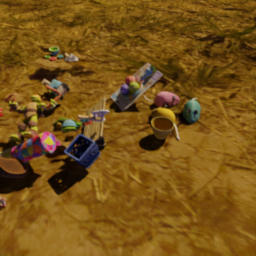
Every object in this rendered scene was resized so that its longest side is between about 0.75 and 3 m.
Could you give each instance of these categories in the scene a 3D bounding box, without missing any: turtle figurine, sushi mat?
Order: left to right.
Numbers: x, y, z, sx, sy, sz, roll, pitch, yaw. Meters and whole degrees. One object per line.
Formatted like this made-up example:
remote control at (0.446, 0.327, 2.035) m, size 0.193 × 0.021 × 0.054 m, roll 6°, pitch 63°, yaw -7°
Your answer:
turtle figurine at (-3.501, -0.443, 9.833) m, size 2.402 × 0.774 × 1.937 m, roll -2°, pitch 60°, yaw 16°
sushi mat at (-1.269, -0.156, 10.350) m, size 1.101 × 0.139 × 2.300 m, roll -34°, pitch 34°, yaw 26°

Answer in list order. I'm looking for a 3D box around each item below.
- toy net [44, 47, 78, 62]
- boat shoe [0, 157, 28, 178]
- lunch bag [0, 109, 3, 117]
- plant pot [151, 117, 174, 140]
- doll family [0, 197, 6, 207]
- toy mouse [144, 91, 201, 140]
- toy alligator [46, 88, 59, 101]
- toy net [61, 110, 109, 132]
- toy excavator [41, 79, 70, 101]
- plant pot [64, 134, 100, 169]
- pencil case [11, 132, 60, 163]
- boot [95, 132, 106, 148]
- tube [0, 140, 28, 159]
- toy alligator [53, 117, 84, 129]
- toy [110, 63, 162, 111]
toy net at (-3.724, -4.047, 15.674) m, size 1.906 × 0.368 × 1.000 m, roll 18°, pitch 42°, yaw 20°
boat shoe at (-3.869, 1.298, 8.945) m, size 1.612 × 0.567 × 0.567 m, roll 13°, pitch 38°, yaw 17°
lunch bag at (-5.414, -0.689, 10.980) m, size 0.995 × 0.463 × 1.129 m, roll 23°, pitch -3°, yaw -18°
plant pot at (1.242, 0.070, 10.429) m, size 0.837 × 0.594 × 0.837 m, roll 3°, pitch 40°, yaw -3°
doll family at (-3.894, 2.153, 7.904) m, size 0.830 × 0.515 × 0.374 m, roll 2°, pitch 46°, yaw -1°
toy mouse at (2.058, -0.975, 11.744) m, size 2.611 × 0.569 × 2.938 m, roll -25°, pitch 45°, yaw -27°
toy alligator at (-3.372, -1.548, 12.635) m, size 0.459 × 0.333 × 1.385 m, roll -4°, pitch 43°, yaw -27°
toy net at (-1.397, -0.191, 9.778) m, size 1.948 × 1.022 × 0.376 m, roll -14°, pitch 74°, yaw 29°
toy excavator at (-3.200, -1.783, 12.047) m, size 1.306 × 1.270 × 0.652 m, roll 35°, pitch 82°, yaw -1°
plant pot at (-1.412, 0.801, 8.981) m, size 0.811 × 0.729 × 0.811 m, roll 25°, pitch 67°, yaw 38°
pencil case at (-3.046, 0.693, 9.093) m, size 1.646 × 0.727 × 0.727 m, roll -21°, pitch 31°, yaw 27°
boot at (-1.209, 0.325, 10.088) m, size 0.871 × 0.602 × 0.337 m, roll 10°, pitch 34°, yaw 20°
tube at (-3.991, 0.860, 9.645) m, size 1.272 × 0.369 × 0.330 m, roll -25°, pitch 74°, yaw -21°
toy alligator at (-2.220, -0.194, 10.948) m, size 1.540 × 0.370 × 0.510 m, roll 6°, pitch 40°, yaw 8°
toy at (0.234, -1.912, 12.063) m, size 2.281 × 0.538 × 1.313 m, roll -40°, pitch 44°, yaw 1°
